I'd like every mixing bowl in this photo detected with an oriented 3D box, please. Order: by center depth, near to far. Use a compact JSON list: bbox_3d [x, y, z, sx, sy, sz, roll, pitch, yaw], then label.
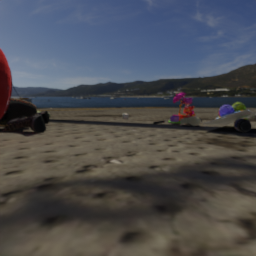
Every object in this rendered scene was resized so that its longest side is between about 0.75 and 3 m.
[{"bbox_3d":[-3.234,-0.836,5.270,2.825,2.825,1.530,4,0,39],"label":"mixing bowl"}]

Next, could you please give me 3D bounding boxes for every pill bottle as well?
[{"bbox_3d":[3.725,-0.080,9.088,0.430,0.430,0.768,1,5,9],"label":"pill bottle"}]

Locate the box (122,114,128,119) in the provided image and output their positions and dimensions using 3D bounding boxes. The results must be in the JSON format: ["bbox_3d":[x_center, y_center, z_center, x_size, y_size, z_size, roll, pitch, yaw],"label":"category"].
[{"bbox_3d":[-0.162,-0.702,16.620,0.311,0.259,0.758,0,6,-5],"label":"box"}]

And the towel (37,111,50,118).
[{"bbox_3d":[-5.537,-0.581,13.874,2.153,0.530,2.903,4,7,31],"label":"towel"}]

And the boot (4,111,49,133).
[{"bbox_3d":[-3.409,-0.096,9.253,1.370,0.545,1.574,-12,17,2],"label":"boot"}]

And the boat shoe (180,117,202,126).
[{"bbox_3d":[2.672,-0.282,11.692,0.337,0.384,1.078,1,1,-37],"label":"boat shoe"}]

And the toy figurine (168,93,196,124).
[{"bbox_3d":[2.635,-0.941,13.079,1.525,1.404,1.145,-1,5,-12],"label":"toy figurine"}]

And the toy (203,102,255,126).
[{"bbox_3d":[3.737,-0.533,10.057,1.464,0.600,2.542,-21,-15,33],"label":"toy"}]

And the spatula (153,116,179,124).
[{"bbox_3d":[1.673,-0.315,12.368,1.230,0.348,0.126,-12,44,-16],"label":"spatula"}]

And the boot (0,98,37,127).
[{"bbox_3d":[-4.334,-0.343,9.542,2.775,1.075,1.919,-5,17,-33],"label":"boot"}]
